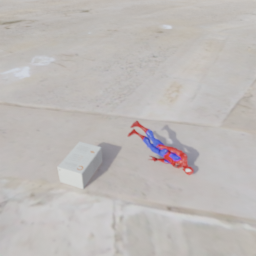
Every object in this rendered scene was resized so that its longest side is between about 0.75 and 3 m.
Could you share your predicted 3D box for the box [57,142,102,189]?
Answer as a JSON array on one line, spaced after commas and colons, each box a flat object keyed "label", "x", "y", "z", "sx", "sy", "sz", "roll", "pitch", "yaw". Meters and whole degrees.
[{"label": "box", "x": -1.438, "y": 1.119, "z": 8.585, "sx": 0.811, "sy": 0.635, "sz": 1.304, "roll": 13, "pitch": 36, "yaw": 17}]

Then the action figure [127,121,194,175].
[{"label": "action figure", "x": 1.026, "y": 0.710, "z": 8.763, "sx": 2.359, "sy": 0.772, "sz": 0.610, "roll": 34, "pitch": 46, "yaw": 13}]
